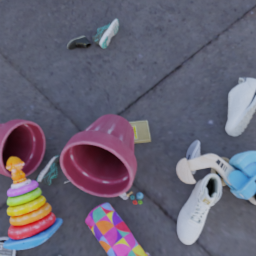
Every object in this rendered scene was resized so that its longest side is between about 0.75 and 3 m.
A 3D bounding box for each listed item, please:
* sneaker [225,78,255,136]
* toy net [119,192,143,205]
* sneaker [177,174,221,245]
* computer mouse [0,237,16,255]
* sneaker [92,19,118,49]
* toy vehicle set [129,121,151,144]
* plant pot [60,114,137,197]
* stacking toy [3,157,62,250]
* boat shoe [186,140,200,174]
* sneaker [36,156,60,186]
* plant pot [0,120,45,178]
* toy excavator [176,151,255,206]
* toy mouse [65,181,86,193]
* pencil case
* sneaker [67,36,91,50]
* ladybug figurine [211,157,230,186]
[{"bbox_3d":[4.321,-0.851,10.872,1.130,1.073,2.808,26,62,25],"label":"sneaker"},{"bbox_3d":[0.093,2.402,9.614,0.826,0.160,0.434,4,66,4],"label":"toy net"},{"bbox_3d":[2.252,2.513,8.899,0.844,1.325,2.292,23,66,9],"label":"sneaker"},{"bbox_3d":[-3.806,4.479,8.407,1.232,0.493,2.246,4,69,7],"label":"computer mouse"},{"bbox_3d":[-1.037,-4.424,12.775,0.779,0.663,1.709,23,64,15],"label":"sneaker"},{"bbox_3d":[0.131,0.189,10.694,1.356,0.180,0.843,-6,64,-3],"label":"toy vehicle set"},{"bbox_3d":[-0.749,0.731,9.229,2.337,2.337,2.092,14,38,7],"label":"plant pot"},{"bbox_3d":[-3.126,2.112,8.437,1.507,1.425,2.597,-15,93,8],"label":"stacking toy"},{"bbox_3d":[2.391,1.069,10.156,0.434,0.488,1.327,36,61,-15],"label":"boat shoe"},{"bbox_3d":[-2.683,1.524,9.893,0.548,0.466,1.202,35,57,-5],"label":"sneaker"},{"bbox_3d":[-4.155,0.622,9.609,1.736,1.940,1.940,7,62,26],"label":"plant pot"},{"bbox_3d":[3.454,1.427,9.130,2.841,1.460,2.922,-44,79,-4],"label":"toy excavator"},{"bbox_3d":[-1.256,1.739,9.851,1.374,0.299,1.546,36,69,16],"label":"toy mouse"},{"bbox_3d":[-0.285,3.464,8.575,1.067,1.067,2.414,-36,69,-17],"label":"pencil case"},{"bbox_3d":[-2.195,-3.717,12.531,1.030,0.385,0.547,-35,66,-17],"label":"sneaker"},{"bbox_3d":[3.283,1.581,9.868,0.748,0.397,1.103,21,66,13],"label":"ladybug figurine"}]
